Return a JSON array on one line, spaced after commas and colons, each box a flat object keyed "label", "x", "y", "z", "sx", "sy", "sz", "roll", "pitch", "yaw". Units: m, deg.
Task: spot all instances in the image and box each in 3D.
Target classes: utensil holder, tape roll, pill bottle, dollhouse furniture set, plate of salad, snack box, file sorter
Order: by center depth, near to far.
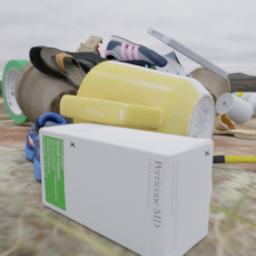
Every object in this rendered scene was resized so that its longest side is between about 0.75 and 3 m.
[{"label": "file sorter", "x": 1.153, "y": -1.252, "z": 8.958, "sx": 1.557, "sy": 0.956, "sz": 1.081, "roll": 10, "pitch": 53, "yaw": -4}, {"label": "plate of salad", "x": 0.661, "y": -1.687, "z": 10.175, "sx": 2.887, "sy": 2.887, "sz": 0.693, "roll": 2, "pitch": -27, "yaw": 12}, {"label": "utensil holder", "x": 4.166, "y": -0.762, "z": 11.063, "sx": 1.122, "sy": 0.954, "sz": 0.954, "roll": 22, "pitch": -2, "yaw": -26}, {"label": "dollhouse furniture set", "x": -1.244, "y": -2.516, "z": 11.557, "sx": 2.247, "sy": 1.158, "sz": 2.223, "roll": 23, "pitch": -24, "yaw": 28}, {"label": "tape roll", "x": -4.506, "y": -1.528, "z": 11.859, "sx": 2.652, "sy": 2.652, "sz": 0.638, "roll": 9, "pitch": 14, "yaw": 44}, {"label": "snack box", "x": 2.297, "y": -1.780, "z": 12.280, "sx": 0.691, "sy": 2.608, "sz": 1.855, "roll": -20, "pitch": -30, "yaw": 18}, {"label": "pill bottle", "x": 6.857, "y": -1.322, "z": 15.756, "sx": 1.292, "sy": 1.292, "sz": 2.326, "roll": -4, "pitch": 10, "yaw": -22}]

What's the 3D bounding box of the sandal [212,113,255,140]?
[{"label": "sandal", "x": 3.438, "y": -0.134, "z": 9.798, "sx": 0.854, "sy": 0.766, "sz": 2.330, "roll": -7, "pitch": 11, "yaw": -37}]

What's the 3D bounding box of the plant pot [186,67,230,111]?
[{"label": "plant pot", "x": 4.356, "y": -1.892, "z": 16.096, "sx": 2.848, "sy": 2.848, "sz": 2.472, "roll": 3, "pitch": 25, "yaw": 19}]

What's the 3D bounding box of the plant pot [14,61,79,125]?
[{"label": "plant pot", "x": -2.418, "y": -0.955, "z": 10.099, "sx": 2.893, "sy": 2.893, "sz": 2.510, "roll": -5, "pitch": 27, "yaw": -28}]

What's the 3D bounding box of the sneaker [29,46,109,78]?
[{"label": "sneaker", "x": -1.702, "y": -2.125, "z": 9.343, "sx": 2.901, "sy": 0.871, "sz": 1.513, "roll": 20, "pitch": 27, "yaw": 16}]

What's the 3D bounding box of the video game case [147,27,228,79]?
[{"label": "video game case", "x": 2.370, "y": -3.129, "z": 11.512, "sx": 2.941, "sy": 0.324, "sz": 2.681, "roll": 23, "pitch": 20, "yaw": -24}]

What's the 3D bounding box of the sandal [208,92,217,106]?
[{"label": "sandal", "x": 2.560, "y": -0.737, "z": 9.811, "sx": 0.705, "sy": 1.922, "sz": 0.632, "roll": 44, "pitch": 52, "yaw": 11}]

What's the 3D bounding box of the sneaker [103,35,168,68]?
[{"label": "sneaker", "x": 0.193, "y": -2.364, "z": 9.761, "sx": 2.575, "sy": 1.056, "sz": 0.903, "roll": 30, "pitch": 4, "yaw": 35}]

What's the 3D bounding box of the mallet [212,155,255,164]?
[{"label": "mallet", "x": 2.094, "y": 0.678, "z": 5.714, "sx": 2.776, "sy": 0.571, "sz": 0.914, "roll": -3, "pitch": 7, "yaw": 13}]

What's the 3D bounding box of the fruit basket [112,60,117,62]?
[{"label": "fruit basket", "x": -0.066, "y": -2.216, "z": 11.979, "sx": 2.109, "sy": 1.954, "sz": 0.989, "roll": -12, "pitch": 27, "yaw": 37}]

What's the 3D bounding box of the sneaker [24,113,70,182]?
[{"label": "sneaker", "x": -1.660, "y": 0.226, "z": 6.180, "sx": 1.118, "sy": 1.164, "sz": 2.968, "roll": -3, "pitch": 9, "yaw": -27}]

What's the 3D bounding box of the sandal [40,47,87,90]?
[{"label": "sandal", "x": -1.756, "y": -1.768, "z": 8.020, "sx": 0.719, "sy": 1.759, "sz": 0.480, "roll": -41, "pitch": -10, "yaw": -28}]

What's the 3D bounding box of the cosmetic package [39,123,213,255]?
[{"label": "cosmetic package", "x": -0.143, "y": 0.625, "z": 3.586, "sx": 2.206, "sy": 1.187, "sz": 0.936, "roll": 6, "pitch": 10, "yaw": 43}]

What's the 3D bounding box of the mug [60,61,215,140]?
[{"label": "mug", "x": 0.312, "y": -0.072, "z": 5.615, "sx": 2.286, "sy": 2.230, "sz": 2.784, "roll": 12, "pitch": 36, "yaw": 35}]
